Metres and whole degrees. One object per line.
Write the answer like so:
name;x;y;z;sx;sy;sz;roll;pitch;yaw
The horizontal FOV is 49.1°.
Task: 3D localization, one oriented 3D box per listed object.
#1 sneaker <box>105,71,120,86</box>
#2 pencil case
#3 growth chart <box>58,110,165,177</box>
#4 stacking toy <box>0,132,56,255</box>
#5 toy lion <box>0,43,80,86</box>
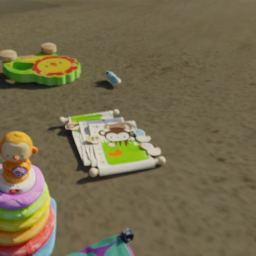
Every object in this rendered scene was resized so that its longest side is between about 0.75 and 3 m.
sneaker;-0.636;-1.907;10.681;0.351;0.389;0.949;-48;40;-2
pencil case;-1.057;2.306;3.383;2.766;1.177;1.278;-16;-4;-21
growth chart;-0.482;0.294;7.478;2.113;0.259;2.920;-13;35;-22
stacking toy;-1.694;0.987;4.256;1.372;2.364;1.297;7;39;-16
toy lion;-3.434;-2.409;11.271;2.746;0.943;2.632;-20;45;-28
